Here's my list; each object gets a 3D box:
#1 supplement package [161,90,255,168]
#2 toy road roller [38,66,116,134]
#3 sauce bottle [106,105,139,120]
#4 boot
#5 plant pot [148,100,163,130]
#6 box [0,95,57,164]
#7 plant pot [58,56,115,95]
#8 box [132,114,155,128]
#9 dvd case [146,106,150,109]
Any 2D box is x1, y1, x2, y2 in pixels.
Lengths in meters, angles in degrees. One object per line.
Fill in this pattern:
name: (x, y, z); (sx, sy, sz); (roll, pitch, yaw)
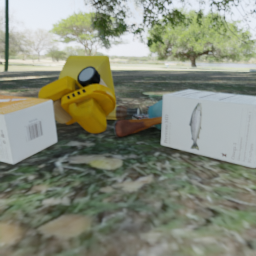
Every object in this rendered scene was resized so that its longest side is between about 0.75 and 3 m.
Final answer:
supplement package: (2.266, -0.111, 7.206); (2.474, 1.446, 1.451); (12, 19, 38)
toy road roller: (-1.605, -0.647, 9.103); (2.493, 1.532, 1.820); (-20, 51, 16)
sauce bottle: (-0.485, -0.593, 10.822); (1.808, 0.585, 0.585); (4, 15, 11)
boot: (0.477, -0.068, 8.485); (1.540, 0.527, 1.450); (-8, -3, 28)
plant pot: (1.285, -0.539, 9.205); (0.947, 0.947, 0.890); (-14, -17, -42)
box: (-3.407, -0.090, 7.381); (2.526, 1.231, 1.571); (7, 21, 26)
plant pot: (-2.119, -2.072, 13.497); (2.201, 2.201, 1.941); (5, 37, 18)
box: (0.890, -0.291, 10.168); (1.255, 0.312, 0.990); (-6, 16, -21)
dvd case: (1.548, -0.966, 13.203); (1.150, 0.092, 0.855); (-7, 15, -23)
